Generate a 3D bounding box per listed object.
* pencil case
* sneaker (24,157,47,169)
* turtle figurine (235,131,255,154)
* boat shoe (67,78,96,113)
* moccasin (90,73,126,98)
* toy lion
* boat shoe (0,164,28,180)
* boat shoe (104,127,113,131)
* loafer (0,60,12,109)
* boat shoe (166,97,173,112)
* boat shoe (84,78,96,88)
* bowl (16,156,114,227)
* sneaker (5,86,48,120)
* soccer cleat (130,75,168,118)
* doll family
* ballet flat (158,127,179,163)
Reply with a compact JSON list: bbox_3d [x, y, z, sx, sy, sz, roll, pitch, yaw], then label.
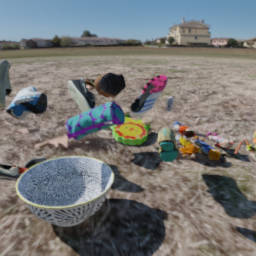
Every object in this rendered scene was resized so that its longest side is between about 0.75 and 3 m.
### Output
[{"bbox_3d":[-0.739,-0.140,6.174,1.276,0.543,0.590,-20,33,24],"label":"pencil case"},{"bbox_3d":[-3.736,1.500,11.607,0.547,0.385,1.031,16,25,41],"label":"sneaker"},{"bbox_3d":[3.851,0.437,7.615,1.624,0.523,1.310,-41,39,-3],"label":"turtle figurine"},{"bbox_3d":[-1.822,-1.253,12.534,0.900,0.956,2.661,-19,57,-25],"label":"boat shoe"},{"bbox_3d":[-0.792,-1.589,10.228,0.981,0.929,2.541,-10,16,12],"label":"moccasin"},{"bbox_3d":[0.002,0.011,14.778,2.476,0.850,2.373,24,37,28],"label":"toy lion"},{"bbox_3d":[-4.537,1.677,11.009,1.620,0.507,0.576,3,20,5],"label":"boat shoe"},{"bbox_3d":[-0.748,-0.093,15.598,1.338,0.480,0.506,3,21,8],"label":"boat shoe"},{"bbox_3d":[-4.067,-1.358,9.057,0.635,1.859,0.703,18,-28,-24],"label":"loafer"},{"bbox_3d":[2.250,-1.316,15.031,0.352,0.957,0.313,23,47,12],"label":"boat shoe"},{"bbox_3d":[-1.565,-2.186,13.702,1.150,0.404,0.405,20,-22,-11],"label":"boat shoe"},{"bbox_3d":[-1.859,2.116,8.688,2.882,1.352,2.882,-1,21,0],"label":"bowl"},{"bbox_3d":[-4.075,-1.230,11.512,1.117,1.291,2.979,35,-28,-34],"label":"sneaker"},{"bbox_3d":[0.749,-1.054,9.543,1.695,0.732,0.592,-47,55,-2],"label":"soccer cleat"},{"bbox_3d":[3.294,0.806,12.689,2.948,1.328,1.830,14,11,-13],"label":"doll family"},{"bbox_3d":[1.116,0.470,7.838,0.593,1.676,0.593,-5,64,9],"label":"ballet flat"}]
